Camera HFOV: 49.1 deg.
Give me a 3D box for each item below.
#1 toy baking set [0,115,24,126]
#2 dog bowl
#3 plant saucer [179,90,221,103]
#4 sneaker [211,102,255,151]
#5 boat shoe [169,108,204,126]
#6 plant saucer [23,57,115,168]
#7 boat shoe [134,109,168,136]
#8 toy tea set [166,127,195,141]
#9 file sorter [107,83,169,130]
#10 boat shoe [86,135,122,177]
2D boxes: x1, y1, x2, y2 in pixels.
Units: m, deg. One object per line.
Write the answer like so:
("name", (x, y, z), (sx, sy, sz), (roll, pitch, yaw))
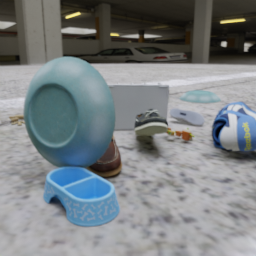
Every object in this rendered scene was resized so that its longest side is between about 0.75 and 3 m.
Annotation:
("toy baking set", (-4.261, -0.298, 10.542), (1.447, 0.168, 1.111), (0, 16, -2))
("dog bowl", (-0.880, 1.154, 5.081), (0.952, 0.423, 1.708), (-14, 22, -41))
("plant saucer", (3.873, -1.729, 15.071), (2.198, 0.423, 2.198), (0, 17, 0))
("sneaker", (2.940, -0.074, 8.110), (1.234, 1.109, 2.999), (-11, 8, 7))
("boat shoe", (2.189, -0.386, 10.335), (1.325, 0.487, 0.433), (24, -11, 25))
("plant saucer", (-1.377, -0.256, 5.624), (2.352, 2.352, 0.453), (8, 8, 25))
("boat shoe", (0.583, -0.179, 7.902), (0.822, 0.774, 2.288), (6, -3, -6))
("toy tea set", (1.522, 0.090, 8.497), (1.002, 0.371, 0.596), (16, 10, 19))
("file sorter", (0.167, -0.854, 9.938), (2.193, 1.522, 1.366), (-1, 16, -8))
("boat shoe", (-0.768, 0.358, 6.994), (0.855, 0.855, 2.430), (-11, 21, -16))
